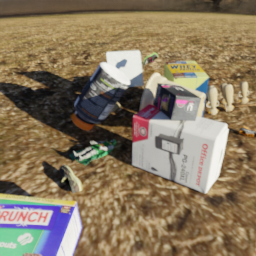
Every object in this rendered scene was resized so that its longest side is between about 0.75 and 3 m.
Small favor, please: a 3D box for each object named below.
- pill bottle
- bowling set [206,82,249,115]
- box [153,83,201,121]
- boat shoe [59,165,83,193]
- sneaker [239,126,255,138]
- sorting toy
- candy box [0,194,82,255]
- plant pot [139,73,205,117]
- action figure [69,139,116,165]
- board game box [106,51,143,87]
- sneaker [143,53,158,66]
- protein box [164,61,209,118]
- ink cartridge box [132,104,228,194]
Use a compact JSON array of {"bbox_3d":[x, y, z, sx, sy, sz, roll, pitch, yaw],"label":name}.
[{"bbox_3d":[-1.260,-1.192,11.632,1.463,2.755,1.463,32,22,-15],"label":"pill bottle"},{"bbox_3d":[4.774,-1.569,14.448,2.515,1.350,1.751,-11,13,-15],"label":"bowling set"},{"bbox_3d":[1.530,-0.856,9.034,0.908,0.788,1.485,2,23,-21],"label":"box"},{"bbox_3d":[-2.009,1.691,9.318,0.436,0.474,1.327,-18,39,-37],"label":"boat shoe"},{"bbox_3d":[5.180,0.248,11.977,0.893,0.349,0.345,24,51,41],"label":"sneaker"},{"bbox_3d":[-1.693,-0.994,14.056,1.766,0.317,2.371,16,34,25],"label":"sorting toy"},{"bbox_3d":[-2.697,2.982,6.429,2.508,1.142,2.966,2,29,7],"label":"candy box"},{"bbox_3d":[1.845,-0.859,11.166,2.102,2.297,2.297,16,34,20],"label":"plant pot"},{"bbox_3d":[-1.205,0.829,10.823,1.861,0.509,1.099,-21,33,-37],"label":"action figure"},{"bbox_3d":[-0.163,-2.859,13.766,1.737,1.737,0.225,-8,5,-19],"label":"board game box"},{"bbox_3d":[0.989,-3.013,12.411,0.769,0.295,0.322,-36,66,-1],"label":"sneaker"},{"bbox_3d":[2.627,-1.752,13.404,1.549,2.279,2.296,-2,30,-3],"label":"protein box"},{"bbox_3d":[1.639,0.637,9.477,2.874,2.087,1.198,18,33,28],"label":"ink cartridge box"}]
